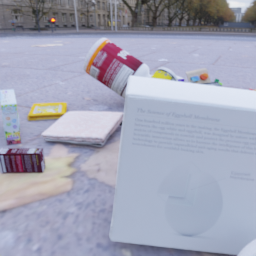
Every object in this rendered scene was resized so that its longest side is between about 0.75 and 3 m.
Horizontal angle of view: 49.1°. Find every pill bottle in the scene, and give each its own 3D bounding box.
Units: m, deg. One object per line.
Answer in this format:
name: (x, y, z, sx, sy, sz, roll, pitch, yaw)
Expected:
pill bottle: (2.088, 2.180, 2.985, 1.083, 1.083, 1.930, -13, 25, -29)
pill bottle: (-0.224, -2.230, 11.511, 2.923, 1.651, 1.651, 34, 28, 2)
pill bottle: (0.833, -1.085, 8.441, 0.781, 0.781, 1.388, 21, 67, 41)

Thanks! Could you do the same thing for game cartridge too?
game cartridge: (-3.105, -0.680, 10.919, 1.375, 0.253, 1.560, -4, 24, -9)

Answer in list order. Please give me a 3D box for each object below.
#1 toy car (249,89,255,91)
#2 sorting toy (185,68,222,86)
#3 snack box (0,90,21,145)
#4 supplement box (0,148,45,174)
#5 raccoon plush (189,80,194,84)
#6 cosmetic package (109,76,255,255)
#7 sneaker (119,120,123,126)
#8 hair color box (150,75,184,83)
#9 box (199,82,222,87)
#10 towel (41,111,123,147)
toy car: (4.744, -1.232, 10.593, 1.193, 0.809, 2.432, -7, 16, 26)
sorting toy: (3.653, -2.202, 13.213, 1.784, 1.318, 0.263, -16, -6, -22)
snack box: (-3.753, -0.401, 8.912, 0.474, 1.272, 1.788, -9, 25, -22)
supplement box: (-2.624, 0.811, 6.933, 1.042, 0.567, 0.317, 0, 23, -1)
raccoon plush: (2.035, -0.495, 9.542, 1.900, 1.372, 2.836, -14, 57, -32)
cosmetic package: (1.056, 0.563, 4.716, 2.449, 2.457, 1.510, 7, 22, -1)
sneaker: (0.055, -0.119, 9.579, 0.787, 0.299, 0.357, 9, 52, 4)
hair color box: (1.315, -2.084, 13.604, 2.456, 0.796, 1.343, -10, 25, -19)
box: (1.668, -0.124, 6.985, 2.536, 0.624, 2.626, -8, 44, -11)
towel: (-1.370, -0.049, 8.958, 2.077, 0.335, 1.984, 3, 27, 17)
